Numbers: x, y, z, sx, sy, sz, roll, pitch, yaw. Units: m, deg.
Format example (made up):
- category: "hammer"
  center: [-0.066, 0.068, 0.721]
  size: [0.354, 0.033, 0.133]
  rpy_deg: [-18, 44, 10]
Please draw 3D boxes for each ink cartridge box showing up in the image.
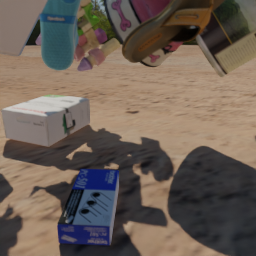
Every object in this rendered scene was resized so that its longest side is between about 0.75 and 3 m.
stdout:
- category: "ink cartridge box"
  center: [-0.537, 1.125, 4.278]
  size: [0.698, 0.328, 1.484]
  rpy_deg: [2, 20, 2]
- category: "ink cartridge box"
  center: [-2.548, -2.410, 4.121]
  size: [2.187, 1.604, 1.597]
  rpy_deg: [37, 17, 11]
- category: "ink cartridge box"
  center: [-2.102, -0.282, 7.448]
  size: [1.399, 0.807, 1.915]
  rpy_deg: [9, 22, 22]

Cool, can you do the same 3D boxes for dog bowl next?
- category: "dog bowl"
  center: [0.554, -2.883, 7.204]
  size: [0.911, 2.471, 2.471]
  rpy_deg: [-22, 4, 37]

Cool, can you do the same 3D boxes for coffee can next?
- category: "coffee can"
  center: [3.196, -2.927, 7.216]
  size: [2.840, 2.078, 2.078]
  rpy_deg: [-31, 7, 25]

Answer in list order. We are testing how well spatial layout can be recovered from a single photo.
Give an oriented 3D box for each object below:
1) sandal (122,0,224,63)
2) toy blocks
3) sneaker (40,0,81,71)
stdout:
- category: "sandal"
  center: [1.056, -2.069, 5.575]
  size: [0.706, 2.616, 1.051]
  rpy_deg: [61, 15, 25]
- category: "toy blocks"
  center: [-1.780, -2.817, 7.918]
  size: [1.914, 2.124, 2.273]
  rpy_deg: [-38, 48, -9]
- category: "sneaker"
  center: [-1.492, -2.556, 6.269]
  size: [0.884, 2.222, 1.450]
  rpy_deg: [9, 28, -11]
